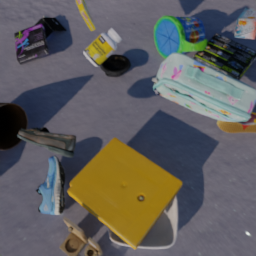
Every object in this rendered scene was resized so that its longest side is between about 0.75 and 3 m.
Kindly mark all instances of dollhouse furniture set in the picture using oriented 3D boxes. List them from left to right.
[{"bbox_3d":[-1.609,3.893,7.867,1.680,1.440,1.767,29,60,19],"label":"dollhouse furniture set"}]

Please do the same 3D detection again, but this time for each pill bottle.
[{"bbox_3d":[-0.709,-2.287,7.932,1.061,0.594,0.594,-42,60,9],"label":"pill bottle"}]

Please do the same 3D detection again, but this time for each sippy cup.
[{"bbox_3d":[2.594,-4.512,13.617,1.924,2.061,2.625,-22,81,-27],"label":"sippy cup"}]

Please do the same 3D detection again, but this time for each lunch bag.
[{"bbox_3d":[2.163,-1.115,8.376,2.918,2.340,1.125,22,93,-5],"label":"lunch bag"}]

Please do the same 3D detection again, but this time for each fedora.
[{"bbox_3d":[-0.603,-2.775,13.033,1.457,0.665,1.457,2,54,-2],"label":"fedora"}]

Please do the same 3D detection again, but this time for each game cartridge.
[{"bbox_3d":[-0.134,1.909,8.953,2.863,0.464,2.524,32,61,23],"label":"game cartridge"}]

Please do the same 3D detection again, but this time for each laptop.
[{"bbox_3d":[-4.250,-5.315,15.083,1.328,0.686,1.177,-23,66,-45],"label":"laptop"}]

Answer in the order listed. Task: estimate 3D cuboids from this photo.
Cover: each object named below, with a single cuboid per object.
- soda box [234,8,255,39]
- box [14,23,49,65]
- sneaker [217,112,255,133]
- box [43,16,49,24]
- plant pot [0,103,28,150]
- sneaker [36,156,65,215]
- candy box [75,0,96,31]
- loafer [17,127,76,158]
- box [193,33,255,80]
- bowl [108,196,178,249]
[{"bbox_3d":[4.272,-3.697,9.850,0.683,0.635,1.996,15,36,23],"label":"soda box"},{"bbox_3d":[-4.869,-4.244,14.054,1.553,0.392,2.173,-21,59,1],"label":"box"},{"bbox_3d":[4.488,-0.309,11.331,1.946,0.729,0.877,5,51,-6],"label":"sneaker"},{"bbox_3d":[-4.408,-5.700,15.232,0.310,0.379,0.798,-1,51,-35],"label":"box"},{"bbox_3d":[-5.224,-0.243,10.780,1.908,1.784,1.784,15,55,29],"label":"plant pot"},{"bbox_3d":[-2.729,1.926,9.650,0.963,0.839,2.141,-7,55,-1],"label":"sneaker"},{"bbox_3d":[-1.729,-4.624,10.518,0.255,0.986,1.928,-23,61,5],"label":"candy box"},{"bbox_3d":[-2.376,0.292,8.326,2.082,0.748,0.655,17,86,25],"label":"loafer"},{"bbox_3d":[4.701,-3.406,13.568,2.367,0.562,2.286,33,63,20],"label":"box"},{"bbox_3d":[0.486,2.813,9.028,2.140,0.800,2.143,4,54,3],"label":"bowl"}]
